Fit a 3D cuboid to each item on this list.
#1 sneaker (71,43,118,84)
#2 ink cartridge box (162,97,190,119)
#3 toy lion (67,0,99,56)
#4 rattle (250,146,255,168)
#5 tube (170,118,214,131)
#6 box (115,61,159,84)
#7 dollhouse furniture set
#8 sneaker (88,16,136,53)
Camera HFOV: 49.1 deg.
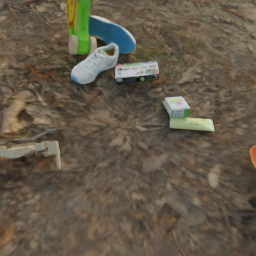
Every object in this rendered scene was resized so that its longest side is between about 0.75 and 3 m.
[{"bbox_3d":[-1.078,-2.125,9.082,0.741,0.782,1.936,41,56,9],"label":"sneaker"},{"bbox_3d":[1.405,-0.678,8.300,0.535,0.306,1.031,-6,34,-7],"label":"ink cartridge box"},{"bbox_3d":[-1.768,-3.984,9.815,0.898,2.616,2.508,-2,20,-22],"label":"toy lion"},{"bbox_3d":[3.421,1.911,6.458,1.759,1.930,2.701,3,27,-31],"label":"rattle"},{"bbox_3d":[1.840,-0.126,8.090,1.238,0.321,0.359,5,86,0],"label":"tube"},{"bbox_3d":[0.288,-1.820,9.117,1.379,0.239,0.759,-5,47,5],"label":"box"},{"bbox_3d":[-2.646,0.832,7.139,1.838,0.953,0.814,-7,92,-5],"label":"dollhouse furniture set"},{"bbox_3d":[-0.606,-3.518,10.334,2.259,0.864,0.912,34,31,14],"label":"sneaker"}]
